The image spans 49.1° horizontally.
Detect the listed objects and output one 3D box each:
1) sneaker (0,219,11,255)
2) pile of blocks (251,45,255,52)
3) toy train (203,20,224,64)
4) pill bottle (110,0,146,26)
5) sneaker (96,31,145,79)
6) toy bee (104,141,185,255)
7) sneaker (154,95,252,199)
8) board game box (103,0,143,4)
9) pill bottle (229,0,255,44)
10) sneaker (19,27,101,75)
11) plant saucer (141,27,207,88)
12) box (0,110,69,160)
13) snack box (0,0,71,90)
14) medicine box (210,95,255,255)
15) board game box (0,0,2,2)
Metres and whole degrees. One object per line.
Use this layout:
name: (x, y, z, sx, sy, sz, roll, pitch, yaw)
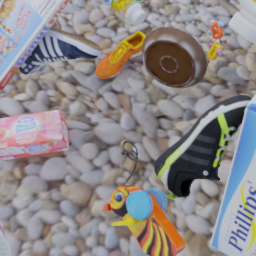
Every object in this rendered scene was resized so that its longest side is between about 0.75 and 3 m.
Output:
sneaker: (-2.660, 1.186, 4.632, 0.858, 1.351, 2.369, -15, 108, -25)
pile of blocks: (5.053, -2.531, 9.328, 1.887, 0.775, 0.586, -1, 110, 9)
toy train: (1.902, -1.912, 6.550, 0.308, 1.108, 0.832, 1, 68, -30)
pill bottle: (0.004, -2.959, 6.917, 0.502, 0.502, 0.890, -38, 76, -15)
sneaker: (-0.279, -2.407, 9.070, 0.761, 0.805, 2.086, 40, 74, 14)
toy bee: (0.149, 1.479, 5.222, 1.117, 1.345, 2.054, -40, 43, 26)
sneaker: (1.557, 0.483, 5.319, 0.885, 2.468, 1.022, 4, 46, -47)
board game box: (-0.236, -5.374, 10.646, 1.497, 0.194, 1.497, -3, 67, -1)
pill bottle: (3.370, -3.095, 6.288, 1.271, 2.254, 1.271, 20, 37, -16)
sneaker: (-1.745, -1.684, 6.540, 2.229, 0.781, 1.209, 21, 107, 12)
plant saucer: (0.952, -1.465, 6.255, 1.583, 1.583, 0.254, 27, 56, 11)
box: (-2.720, 0.210, 7.857, 1.906, 0.978, 0.902, -9, 67, -3)
snack box: (-2.351, -2.215, 5.999, 1.052, 0.356, 2.926, 44, 105, 2)
medicine box: (2.834, 0.616, 4.967, 1.489, 2.635, 2.893, 19, 31, 29)
board game box: (-3.083, -3.973, 6.992, 0.387, 2.661, 1.791, -4, 75, 8)
